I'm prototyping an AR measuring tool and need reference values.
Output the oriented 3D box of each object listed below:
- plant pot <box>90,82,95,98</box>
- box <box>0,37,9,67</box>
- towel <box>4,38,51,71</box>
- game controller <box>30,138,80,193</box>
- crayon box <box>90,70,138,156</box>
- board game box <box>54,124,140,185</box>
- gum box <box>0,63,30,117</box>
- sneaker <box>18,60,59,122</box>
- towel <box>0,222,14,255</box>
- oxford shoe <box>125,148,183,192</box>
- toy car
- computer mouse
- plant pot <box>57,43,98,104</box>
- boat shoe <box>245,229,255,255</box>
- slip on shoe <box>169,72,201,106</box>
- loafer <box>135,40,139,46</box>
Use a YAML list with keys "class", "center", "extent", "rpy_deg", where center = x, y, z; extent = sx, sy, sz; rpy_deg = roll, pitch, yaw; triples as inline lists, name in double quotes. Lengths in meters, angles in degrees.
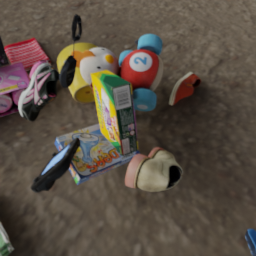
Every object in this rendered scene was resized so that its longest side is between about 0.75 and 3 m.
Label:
- class: "plant pot"
  center: [-0.525, -0.803, 7.664]
  extent: [0.928, 0.903, 0.928]
  rpy_deg: [-4, 29, 2]
- class: "box"
  center: [-5.629, -2.725, 9.484]
  extent: [2.648, 1.750, 1.519]
  rpy_deg: [3, 24, 34]
- class: "towel"
  center: [-4.169, -3.015, 11.500]
  extent: [1.438, 0.224, 1.988]
  rpy_deg: [-24, 52, -19]
- class: "game controller"
  center: [-1.451, 0.709, 5.860]
  extent: [0.381, 0.944, 1.810]
  rpy_deg: [40, 8, -10]
- class: "crayon box"
  center: [-0.335, -0.389, 6.522]
  extent: [0.475, 1.628, 1.405]
  rpy_deg: [-18, 28, -20]
- class: "board game box"
  center: [-0.787, 0.555, 7.459]
  extent: [1.913, 0.330, 1.295]
  rpy_deg: [-21, 66, -35]
- class: "gum box"
  center: [-4.447, -1.136, 9.289]
  extent: [2.694, 0.891, 1.529]
  rpy_deg: [-21, 49, -18]
- class: "sneaker"
  center: [-2.263, -0.838, 7.258]
  extent: [0.740, 1.715, 0.689]
  rpy_deg: [34, 28, 16]
- class: "towel"
  center: [-4.086, 2.751, 6.008]
  extent: [2.775, 0.426, 2.070]
  rpy_deg: [-32, 44, -23]
- class: "oxford shoe"
  center: [0.685, 0.894, 5.546]
  extent: [0.810, 0.777, 2.195]
  rpy_deg: [16, 9, 21]
- class: "toy car"
  center: [-0.460, -1.740, 8.239]
  extent: [2.438, 2.156, 2.247]
  rpy_deg: [19, 68, -28]
- class: "computer mouse"
  center: [-1.402, -1.788, 6.655]
  extent: [0.304, 1.787, 0.524]
  rpy_deg: [21, 27, 9]
- class: "plant pot"
  center: [-1.477, -1.754, 9.508]
  extent: [1.636, 1.636, 1.539]
  rpy_deg: [-12, 63, -10]
- class: "boat shoe"
  center: [2.876, 2.704, 6.191]
  extent: [0.368, 0.300, 0.874]
  rpy_deg: [3, 48, -8]
- class: "slip on shoe"
  center: [1.971, -1.337, 9.694]
  extent: [0.560, 0.678, 1.831]
  rpy_deg: [31, 50, 20]
- class: "loafer"
  center: [0.664, -3.669, 12.113]
  extent: [0.768, 0.276, 0.242]
  rpy_deg: [8, 29, -1]
